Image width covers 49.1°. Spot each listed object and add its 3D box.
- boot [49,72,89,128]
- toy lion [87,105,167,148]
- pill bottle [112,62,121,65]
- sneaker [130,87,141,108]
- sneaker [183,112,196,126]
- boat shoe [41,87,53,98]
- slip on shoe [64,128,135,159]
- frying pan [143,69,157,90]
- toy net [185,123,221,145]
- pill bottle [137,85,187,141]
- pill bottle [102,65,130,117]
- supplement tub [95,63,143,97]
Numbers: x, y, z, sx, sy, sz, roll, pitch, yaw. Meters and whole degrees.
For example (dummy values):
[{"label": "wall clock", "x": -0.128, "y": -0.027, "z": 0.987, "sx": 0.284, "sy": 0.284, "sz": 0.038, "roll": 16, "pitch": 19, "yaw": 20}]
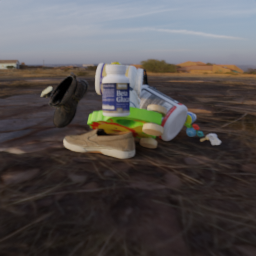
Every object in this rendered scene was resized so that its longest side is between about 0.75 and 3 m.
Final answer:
[{"label": "boot", "x": -2.863, "y": -1.130, "z": 12.274, "sx": 1.001, "sy": 2.892, "sz": 2.518, "roll": 32, "pitch": 11, "yaw": 2}, {"label": "toy lion", "x": -0.140, "y": -0.125, "z": 10.012, "sx": 2.664, "sy": 0.954, "sz": 2.779, "roll": 11, "pitch": -17, "yaw": 2}, {"label": "pill bottle", "x": -0.572, "y": -2.508, "z": 12.253, "sx": 0.620, "sy": 0.620, "sz": 1.135, "roll": 1, "pitch": 22, "yaw": 4}, {"label": "sneaker", "x": 0.158, "y": -0.683, "z": 10.599, "sx": 0.978, "sy": 0.948, "sz": 2.678, "roll": 20, "pitch": -14, "yaw": 10}, {"label": "sneaker", "x": 2.273, "y": -0.460, "z": 12.689, "sx": 1.739, "sy": 0.643, "sz": 0.715, "roll": 13, "pitch": 25, "yaw": 42}, {"label": "boat shoe", "x": -3.270, "y": -1.438, "z": 11.504, "sx": 0.302, "sy": 0.321, "sz": 0.893, "roll": 33, "pitch": -32, "yaw": -28}, {"label": "slip on shoe", "x": -1.108, "y": 0.432, "z": 10.320, "sx": 2.934, "sy": 0.889, "sz": 1.115, "roll": 8, "pitch": 17, "yaw": 30}, {"label": "frying pan", "x": 1.106, "y": -1.694, "z": 13.540, "sx": 1.511, "sy": 2.498, "sz": 0.407, "roll": -20, "pitch": 43, "yaw": -41}, {"label": "toy net", "x": 2.932, "y": 0.208, "z": 10.922, "sx": 1.480, "sy": 0.777, "sz": 0.286, "roll": 19, "pitch": 47, "yaw": 30}, {"label": "pill bottle", "x": 0.939, "y": -0.820, "z": 11.994, "sx": 2.859, "sy": 1.656, "sz": 1.656, "roll": 34, "pitch": 30, "yaw": 27}, {"label": "pill bottle", "x": -0.264, "y": -0.812, "z": 6.178, "sx": 0.608, "sy": 1.094, "sz": 0.608, "roll": 0, "pitch": 8, "yaw": 0}, {"label": "supplement tub", "x": -0.330, "y": -1.858, "z": 11.094, "sx": 1.737, "sy": 1.263, "sz": 1.263, "roll": 6, "pitch": 15, "yaw": 6}]
